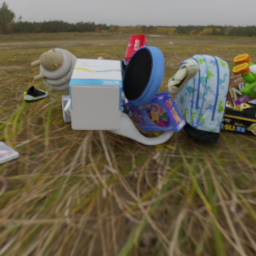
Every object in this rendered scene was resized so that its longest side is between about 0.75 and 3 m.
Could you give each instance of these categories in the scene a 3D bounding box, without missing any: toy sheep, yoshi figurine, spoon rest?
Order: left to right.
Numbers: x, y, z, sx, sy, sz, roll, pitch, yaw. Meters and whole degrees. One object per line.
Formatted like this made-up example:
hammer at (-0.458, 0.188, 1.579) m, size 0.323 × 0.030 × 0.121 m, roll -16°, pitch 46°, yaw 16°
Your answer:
toy sheep at (-2.834, -2.347, 11.833) m, size 1.874 × 1.874 × 2.718 m, roll 7°, pitch -10°, yaw 16°
spoon rest at (0.167, 0.033, 9.355) m, size 2.628 × 0.797 × 1.306 m, roll 12°, pitch 20°, yaw -9°
yoshi figurine at (4.122, -1.592, 9.532) m, size 1.814 × 1.020 × 1.016 m, roll 37°, pitch 14°, yaw -27°

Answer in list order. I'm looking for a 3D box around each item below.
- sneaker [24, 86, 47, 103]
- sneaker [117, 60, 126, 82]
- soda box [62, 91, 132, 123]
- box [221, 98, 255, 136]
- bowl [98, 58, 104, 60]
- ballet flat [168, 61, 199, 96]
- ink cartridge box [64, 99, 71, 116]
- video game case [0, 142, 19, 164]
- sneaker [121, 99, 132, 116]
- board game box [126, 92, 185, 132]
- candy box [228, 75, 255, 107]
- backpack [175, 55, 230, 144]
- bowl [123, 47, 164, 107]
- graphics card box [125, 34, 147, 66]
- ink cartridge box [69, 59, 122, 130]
sneaker at (-4.738, -1.843, 14.473) m, size 0.629 × 0.726 × 1.753 m, roll 6°, pitch 23°, yaw 13°
sneaker at (-0.135, -2.619, 12.387) m, size 0.774 × 0.866 × 2.115 m, roll -11°, pitch 17°, yaw 7°
soda box at (-1.307, -0.934, 11.893) m, size 2.882 × 0.984 × 0.914 m, roll -5°, pitch 22°, yaw -14°
box at (4.564, -0.602, 11.375) m, size 2.285 × 0.706 × 2.861 m, roll 14°, pitch 26°, yaw 22°
bowl at (-1.286, -1.645, 10.632) m, size 0.866 × 1.927 × 1.927 m, roll -5°, pitch 21°, yaw 8°
ballet flat at (1.366, -1.332, 7.681) m, size 0.464 × 1.487 × 0.502 m, roll -15°, pitch 71°, yaw -27°
ink cartridge box at (-1.932, -0.807, 10.723) m, size 0.251 × 0.808 × 1.004 m, roll -18°, pitch 41°, yaw 40°
video game case at (-4.269, 0.866, 8.588) m, size 1.215 × 0.153 × 1.333 m, roll 20°, pitch 30°, yaw 40°
sneaker at (-0.017, -0.869, 10.259) m, size 1.674 × 0.674 × 1.226 m, roll -36°, pitch -14°, yaw 8°
board game box at (0.874, -0.492, 9.374) m, size 0.410 × 1.232 × 1.833 m, roll -43°, pitch 25°, yaw -28°
candy box at (4.582, -1.562, 10.405) m, size 1.811 × 1.056 × 0.511 m, roll -18°, pitch 2°, yaw 4°
backpack at (2.477, -1.112, 9.449) m, size 2.007 × 2.611 × 2.130 m, roll 19°, pitch 16°, yaw -8°
bowl at (0.412, -1.646, 8.866) m, size 0.376 × 1.916 × 1.916 m, roll 11°, pitch 15°, yaw -29°
graphics card box at (0.549, -2.226, 11.922) m, size 0.739 × 2.904 × 1.822 m, roll -3°, pitch 44°, yaw 11°
ink cartridge box at (-0.944, -1.071, 8.581) m, size 1.438 × 1.445 × 1.969 m, roll 1°, pitch 34°, yaw -4°
